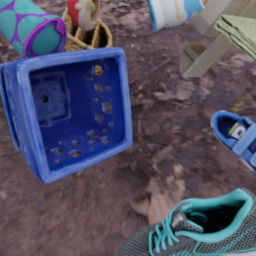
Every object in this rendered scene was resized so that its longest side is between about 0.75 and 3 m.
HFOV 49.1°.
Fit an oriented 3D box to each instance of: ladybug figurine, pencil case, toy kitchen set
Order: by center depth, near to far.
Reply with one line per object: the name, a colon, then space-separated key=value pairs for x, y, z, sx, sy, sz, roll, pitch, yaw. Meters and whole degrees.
ladybug figurine: x=-0.871 y=-2.352 z=5.470 sx=0.451 sy=0.851 sz=1.253 roll=10 pitch=18 yaw=2
pencil case: x=-2.368 y=-2.470 z=6.166 sx=1.180 sy=1.087 sz=2.554 roll=-41 pitch=65 yaw=-8
toy kitchen set: x=1.763 y=-3.148 z=7.471 sx=2.969 sy=2.422 sz=2.678 roll=-17 pitch=63 yaw=-50

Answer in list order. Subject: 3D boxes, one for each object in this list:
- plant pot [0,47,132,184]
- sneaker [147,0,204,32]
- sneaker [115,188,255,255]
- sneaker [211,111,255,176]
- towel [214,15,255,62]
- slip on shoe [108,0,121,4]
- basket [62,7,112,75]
plant pot: x=-1.259 y=-0.435 z=5.281 sx=2.003 sy=2.003 sz=1.801 roll=-21 pitch=26 yaw=-36
sneaker: x=0.885 y=-2.572 z=5.764 sx=0.976 sy=0.925 sz=2.417 roll=-13 pitch=31 yaw=9
sneaker: x=0.763 y=1.397 z=3.792 sx=2.406 sy=1.098 sz=0.934 roll=-26 pitch=37 yaw=18
sneaker: x=2.074 y=0.308 z=4.678 sx=0.688 sy=0.766 sz=1.861 roll=-50 pitch=41 yaw=3
towel: x=2.293 y=-1.547 z=4.965 sx=1.577 sy=0.288 sz=1.170 roll=-15 pitch=60 yaw=-39
slip on shoe: x=-0.678 y=-4.342 z=8.375 sx=0.763 sy=0.958 sz=2.520 roll=-17 pitch=44 yaw=15
basket: x=-1.498 y=-3.368 z=10.559 sx=1.770 sy=1.848 sz=2.481 roll=2 pitch=43 yaw=2
